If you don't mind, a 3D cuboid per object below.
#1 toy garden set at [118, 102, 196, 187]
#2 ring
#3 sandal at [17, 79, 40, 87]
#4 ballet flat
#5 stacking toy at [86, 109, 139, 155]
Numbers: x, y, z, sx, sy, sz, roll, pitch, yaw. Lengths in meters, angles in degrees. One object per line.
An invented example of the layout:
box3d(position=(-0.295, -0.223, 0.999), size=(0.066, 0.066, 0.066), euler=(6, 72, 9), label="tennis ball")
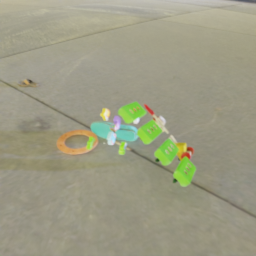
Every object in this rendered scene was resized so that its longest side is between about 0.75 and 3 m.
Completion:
box3d(position=(1.010, 0.399, 9.087), size=(2.884, 0.575, 2.404), euler=(49, 24, 5), label="toy garden set")
box3d(position=(-1.994, 0.569, 11.042), size=(1.589, 0.153, 1.589), euler=(-1, 33, 1), label="ring")
box3d(position=(-5.485, -2.487, 15.426), size=(1.248, 0.341, 0.510), euler=(8, 35, 12), label="sandal")
box3d(position=(-0.523, 0.124, 11.372), size=(1.982, 0.667, 0.697), euler=(11, 15, 13), label="ballet flat")
box3d(position=(-0.549, 0.118, 10.757), size=(1.512, 0.471, 2.005), euler=(6, 56, 23), label="stacking toy")
